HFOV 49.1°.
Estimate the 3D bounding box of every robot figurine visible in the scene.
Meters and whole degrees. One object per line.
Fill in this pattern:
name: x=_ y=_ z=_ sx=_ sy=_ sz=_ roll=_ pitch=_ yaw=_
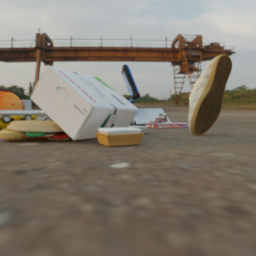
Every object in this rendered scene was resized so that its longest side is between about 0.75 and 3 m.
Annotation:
robot figurine: x=-5.474 y=-0.825 z=11.564 sx=2.414 sy=1.737 sz=1.408 roll=4 pitch=20 yaw=12

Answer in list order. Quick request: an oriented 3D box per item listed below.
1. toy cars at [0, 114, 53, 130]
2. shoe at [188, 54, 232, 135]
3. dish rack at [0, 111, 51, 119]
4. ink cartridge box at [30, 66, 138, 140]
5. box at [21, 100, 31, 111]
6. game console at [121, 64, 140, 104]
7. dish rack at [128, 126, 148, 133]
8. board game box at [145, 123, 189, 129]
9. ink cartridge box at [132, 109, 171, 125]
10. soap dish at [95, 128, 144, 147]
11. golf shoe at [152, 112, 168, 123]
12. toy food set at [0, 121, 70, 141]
toy cars: x=-2.695 y=-0.046 z=7.381 sx=0.977 sy=0.482 sz=2.179 roll=-5 pitch=-2 yaw=8
shoe: x=2.100 y=-0.862 z=7.467 sx=0.805 sy=2.302 sz=0.615 roll=30 pitch=-12 yaw=-29
dish rack: x=-3.798 y=-0.311 z=9.773 sx=2.819 sy=0.614 sz=2.419 roll=0 pitch=6 yaw=-9
ink cartridge box: x=-0.924 y=-0.548 z=6.474 sx=1.524 sy=0.880 sz=2.087 roll=40 pitch=19 yaw=20
box: x=-4.698 y=-0.679 z=12.310 sx=1.357 sy=1.058 sz=0.279 roll=3 pitch=7 yaw=43
game console: x=-0.350 y=-1.456 z=12.662 sx=1.502 sy=2.166 sz=2.538 roll=-23 pitch=5 yaw=-2
dish rack: x=0.065 y=0.056 z=7.818 sx=0.794 sy=0.201 sz=0.925 roll=2 pitch=4 yaw=38
board game box: x=1.559 y=-0.093 z=10.335 sx=1.669 sy=0.162 sz=0.859 roll=-1 pitch=5 yaw=-18
ink cartridge box: x=0.897 y=-0.382 z=11.837 sx=1.503 sy=0.331 sz=1.531 roll=0 pitch=29 yaw=-11
soap dish: x=-0.173 y=0.167 z=5.338 sx=0.764 sy=0.310 sz=0.601 roll=-2 pitch=5 yaw=-27
golf shoe: x=1.224 y=-0.371 z=10.816 sx=0.319 sy=0.404 sz=0.878 roll=-7 pitch=-3 yaw=-29
toy food set: x=-1.906 y=0.059 z=6.245 sx=1.505 sy=0.370 sz=1.521 roll=3 pitch=4 yaw=12
